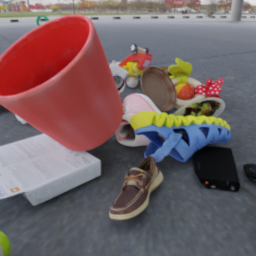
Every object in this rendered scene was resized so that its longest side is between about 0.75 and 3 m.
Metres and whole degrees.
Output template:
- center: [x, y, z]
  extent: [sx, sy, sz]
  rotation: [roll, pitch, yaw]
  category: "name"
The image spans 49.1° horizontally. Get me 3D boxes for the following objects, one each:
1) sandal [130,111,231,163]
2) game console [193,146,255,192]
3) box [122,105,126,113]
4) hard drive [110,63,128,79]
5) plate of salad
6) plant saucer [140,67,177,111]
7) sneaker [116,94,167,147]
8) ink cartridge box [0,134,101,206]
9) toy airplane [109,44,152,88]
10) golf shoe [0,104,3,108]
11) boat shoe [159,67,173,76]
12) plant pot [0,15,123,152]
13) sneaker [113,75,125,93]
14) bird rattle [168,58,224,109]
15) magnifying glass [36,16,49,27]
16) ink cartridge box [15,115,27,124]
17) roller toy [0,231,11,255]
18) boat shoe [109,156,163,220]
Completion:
- center: [1.451, 0.315, 7.551]
  extent: [2.967, 1.292, 1.179]
  rotation: [1, -11, -18]
  category: "sandal"
- center: [3.076, 1.042, 7.066]
  extent: [2.800, 0.337, 1.651]
  rotation: [5, 26, 10]
  category: "game console"
- center: [-0.994, -0.153, 8.444]
  extent: [2.000, 0.387, 0.414]
  rotation: [-35, 28, -4]
  category: "box"
- center: [-0.576, -1.878, 10.791]
  extent: [0.717, 1.087, 0.143]
  rotation: [28, 35, -14]
  category: "hard drive"
- center: [2.126, -0.311, 8.612]
  extent: [1.812, 1.812, 0.435]
  rotation: [-7, 61, -14]
  category: "plate of salad"
- center: [1.082, -1.421, 10.502]
  extent: [1.799, 1.799, 0.329]
  rotation: [-26, 0, -43]
  category: "plant saucer"
- center: [0.115, -0.312, 8.997]
  extent: [1.510, 1.087, 2.889]
  rotation: [-6, 30, -25]
  category: "sneaker"
- center: [-2.370, 0.948, 6.901]
  extent: [2.494, 0.506, 2.489]
  rotation: [-17, 28, -38]
  category: "ink cartridge box"
- center: [0.002, -2.788, 13.874]
  extent: [2.503, 1.766, 2.492]
  rotation: [-8, -13, 4]
  category: "toy airplane"
- center: [-4.837, -1.561, 11.087]
  extent: [2.753, 1.268, 0.999]
  rotation: [-34, 21, -33]
  category: "golf shoe"
- center: [2.142, -2.951, 15.130]
  extent: [1.590, 0.572, 0.541]
  rotation: [6, 25, 13]
  category: "boat shoe"
- center: [-1.454, -0.861, 6.699]
  extent: [2.726, 2.412, 2.726]
  rotation: [-15, 46, 17]
  category: "plant pot"
- center: [-1.309, -1.473, 9.660]
  extent: [2.684, 1.174, 0.990]
  rotation: [-20, 37, -20]
  category: "sneaker"
- center: [2.501, -1.460, 11.475]
  extent: [2.599, 1.464, 2.119]
  rotation: [42, 66, 19]
  category: "bird rattle"
- center: [-3.327, -4.364, 12.081]
  extent: [1.461, 0.581, 0.164]
  rotation: [29, 27, 8]
  category: "magnifying glass"
- center: [-3.245, -1.801, 10.476]
  extent: [1.260, 2.188, 2.998]
  rotation: [-17, 20, 22]
  category: "ink cartridge box"
- center: [-2.659, 2.069, 3.309]
  extent: [2.262, 1.733, 2.480]
  rotation: [-9, 27, -19]
  category: "roller toy"
- center: [0.159, 1.186, 5.972]
  extent: [0.713, 0.712, 1.977]
  rotation: [-6, 16, 33]
  category: "boat shoe"
